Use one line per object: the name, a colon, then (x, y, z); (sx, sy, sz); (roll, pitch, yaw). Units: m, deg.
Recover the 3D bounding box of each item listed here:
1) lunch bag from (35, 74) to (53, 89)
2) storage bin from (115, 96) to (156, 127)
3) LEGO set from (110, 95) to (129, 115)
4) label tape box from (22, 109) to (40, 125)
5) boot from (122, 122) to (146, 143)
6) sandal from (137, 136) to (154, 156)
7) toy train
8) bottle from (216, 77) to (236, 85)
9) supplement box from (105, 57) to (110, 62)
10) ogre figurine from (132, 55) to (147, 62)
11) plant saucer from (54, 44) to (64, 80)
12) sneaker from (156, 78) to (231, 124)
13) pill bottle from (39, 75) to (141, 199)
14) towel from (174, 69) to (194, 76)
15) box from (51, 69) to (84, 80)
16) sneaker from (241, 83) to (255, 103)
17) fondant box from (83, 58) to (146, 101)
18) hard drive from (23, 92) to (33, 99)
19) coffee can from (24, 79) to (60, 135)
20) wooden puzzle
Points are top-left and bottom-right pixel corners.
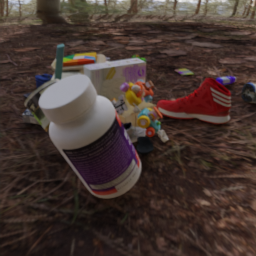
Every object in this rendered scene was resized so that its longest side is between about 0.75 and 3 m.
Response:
lunch bag: (-4.025, -2.262, 13.705); (1.057, 0.699, 0.718); (20, 34, 35)
storage bin: (0.041, -0.580, 10.533); (1.482, 0.699, 1.492); (-22, 35, -34)
LEGO set: (-0.770, -0.290, 9.390); (2.129, 0.874, 0.812); (-28, 11, 19)
label tape box: (-3.275, -0.472, 10.488); (1.052, 0.348, 0.754); (11, 38, 6)
boot: (0.126, 0.102, 9.186); (0.505, 0.656, 1.372); (30, 41, 32)
sandal: (0.516, 0.601, 8.583); (0.507, 0.323, 1.348); (0, 16, 2)
toy train: (0.714, -0.795, 9.178); (1.863, 0.690, 2.480); (13, 47, -51)
bottle: (5.052, -2.426, 14.389); (1.085, 0.354, 0.453); (-11, 30, -20)
supplement box: (-1.884, -3.577, 15.939); (1.742, 0.948, 0.530); (14, 30, 26)
ogre figurine: (0.306, -3.633, 16.156); (1.193, 0.977, 1.990); (-2, 7, 37)
plant saucer: (-2.510, -1.577, 9.946); (0.256, 2.701, 0.944); (3, 20, -17)
sneaker: (2.474, -1.185, 10.605); (2.808, 1.622, 1.100); (8, 27, 17)
pill bottle: (-0.818, 0.236, 6.396); (1.531, 2.748, 1.531); (-15, 39, 13)
towel: (3.225, -3.197, 16.116); (0.771, 0.122, 1.074); (-9, 30, -17)
box: (-2.761, -2.183, 13.173); (1.278, 1.046, 2.692); (-1, 28, -3)
sneaker: (5.864, -1.243, 11.481); (1.155, 1.045, 2.712); (-1, 28, -11)
fondant box: (-0.506, -1.772, 11.583); (2.510, 1.811, 0.731); (-16, 32, -27)
hard drive: (-4.048, -1.448, 12.656); (1.131, 0.239, 0.763); (-23, 36, -37)
coffee can: (-2.038, -0.372, 8.484); (1.793, 1.312, 1.312); (52, 40, 0)
wooden puzzle: (-2.339, -3.273, 13.628); (2.470, 0.460, 2.285); (-2, 27, -3)
